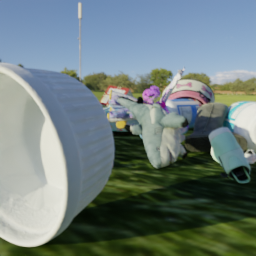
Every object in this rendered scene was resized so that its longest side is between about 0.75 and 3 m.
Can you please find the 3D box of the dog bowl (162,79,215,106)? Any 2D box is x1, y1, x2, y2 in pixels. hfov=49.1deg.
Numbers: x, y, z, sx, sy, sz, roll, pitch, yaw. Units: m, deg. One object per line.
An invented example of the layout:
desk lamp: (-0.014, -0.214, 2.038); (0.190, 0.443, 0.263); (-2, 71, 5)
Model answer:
dog bowl: (2.998, -1.145, 14.207); (2.677, 2.677, 0.987); (2, 49, 16)

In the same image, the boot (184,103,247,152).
boot: (2.678, -0.053, 8.232); (1.809, 0.722, 1.989); (5, 30, 31)

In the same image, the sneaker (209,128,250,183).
sneaker: (2.071, 0.744, 5.599); (0.602, 0.965, 1.637); (-26, -34, 17)

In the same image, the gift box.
gift box: (-0.616, -1.399, 16.347); (1.802, 1.663, 1.683); (19, -24, 32)

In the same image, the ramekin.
ramekin: (-1.057, 0.220, 3.224); (1.918, 1.918, 1.007); (4, 15, 31)

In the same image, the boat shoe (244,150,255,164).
boat shoe: (3.020, 0.679, 6.926); (0.291, 0.277, 0.808); (5, 8, 39)

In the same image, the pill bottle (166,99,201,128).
pill bottle: (2.163, -0.629, 13.253); (2.605, 1.462, 1.462); (-4, 8, -31)

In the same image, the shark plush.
shark plush: (0.446, -0.180, 7.148); (1.167, 1.273, 2.803); (-24, 56, -16)

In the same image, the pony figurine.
pony figurine: (0.806, -0.500, 9.123); (2.915, 2.428, 2.814); (8, -13, -1)

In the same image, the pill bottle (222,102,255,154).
pill bottle: (3.677, -0.034, 8.151); (1.428, 1.428, 2.578); (1, 7, 7)

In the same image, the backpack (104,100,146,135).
backpack: (-0.173, -0.498, 11.852); (1.822, 1.589, 2.073); (10, 17, 28)
